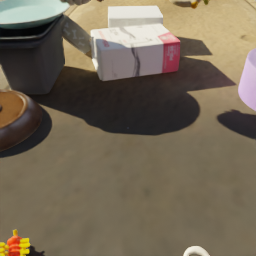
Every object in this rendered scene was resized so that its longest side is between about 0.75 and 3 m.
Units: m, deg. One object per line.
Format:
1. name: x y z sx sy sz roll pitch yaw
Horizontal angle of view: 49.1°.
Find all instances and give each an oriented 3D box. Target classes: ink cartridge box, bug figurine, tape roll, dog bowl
1. ink cartridge box: 0.182 -2.826 10.261 2.830 1.171 2.073 -9 39 -12
2. bug figurine: -2.386 2.289 4.368 1.653 0.425 1.282 -3 44 -11
3. tape roll: 4.930 -1.409 8.453 2.818 1.197 2.818 1 38 -1
4. dog bowl: -2.266 -3.743 10.935 0.634 2.163 2.163 -52 50 4

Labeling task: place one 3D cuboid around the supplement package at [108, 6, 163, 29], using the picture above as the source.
1. supplement package: 0.264 -4.508 12.349 2.248 1.247 1.751 -2 38 -4

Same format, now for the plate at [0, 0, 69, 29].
1. plate: -3.168 -3.523 8.599 2.785 0.356 2.785 -2 39 2

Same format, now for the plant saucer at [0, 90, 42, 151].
1. plant saucer: -3.857 -0.330 7.704 2.834 0.455 2.834 0 37 0

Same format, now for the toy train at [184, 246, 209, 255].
1. toy train: 2.144 2.506 3.899 2.713 0.754 2.038 1 35 -3

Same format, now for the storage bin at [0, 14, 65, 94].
1. storage bin: -3.218 -2.509 9.179 2.177 2.009 2.991 0 37 4

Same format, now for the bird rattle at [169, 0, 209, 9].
1. bird rattle: 1.139 -2.804 5.443 1.174 0.662 0.957 26 74 5

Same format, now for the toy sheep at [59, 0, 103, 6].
1. toy sheep: -1.531 -3.970 7.649 1.896 1.307 1.307 22 39 -4
